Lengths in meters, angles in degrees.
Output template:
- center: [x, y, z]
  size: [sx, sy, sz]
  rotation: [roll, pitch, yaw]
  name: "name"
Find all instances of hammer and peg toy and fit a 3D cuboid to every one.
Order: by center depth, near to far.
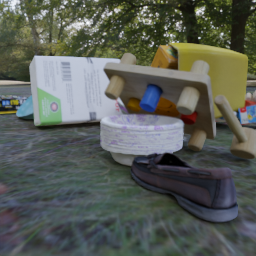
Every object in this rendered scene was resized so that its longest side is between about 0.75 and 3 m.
- center: [1.088, -0.456, 5.529]
  size: [2.947, 1.039, 2.167]
  rotation: [14, -23, 28]
  name: "hammer and peg toy"

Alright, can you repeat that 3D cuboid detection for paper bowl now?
- center: [0.251, 0.224, 5.286]
  size: [1.538, 0.800, 1.538]
  rotation: [1, 9, 0]
  name: "paper bowl"

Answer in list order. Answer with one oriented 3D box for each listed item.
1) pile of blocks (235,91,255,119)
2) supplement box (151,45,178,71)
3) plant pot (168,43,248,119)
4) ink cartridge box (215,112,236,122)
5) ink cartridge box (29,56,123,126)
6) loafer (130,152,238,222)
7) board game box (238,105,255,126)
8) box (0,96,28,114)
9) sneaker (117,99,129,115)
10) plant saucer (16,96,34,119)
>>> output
- center: [4.433, -0.752, 9.586]
  size: [2.875, 1.180, 0.893]
  rotation: [-18, 13, 29]
  name: "pile of blocks"
- center: [1.037, -1.371, 9.288]
  size: [0.893, 2.596, 0.864]
  rotation: [-3, 50, -24]
  name: "supplement box"
- center: [2.360, -1.463, 8.568]
  size: [1.974, 2.239, 2.238]
  rotation: [-5, 21, 3]
  name: "plant pot"
- center: [3.036, -0.404, 9.377]
  size: [0.552, 0.319, 0.950]
  rotation: [11, -4, -28]
  name: "ink cartridge box"
- center: [-1.631, -1.180, 9.195]
  size: [2.800, 2.037, 1.176]
  rotation: [-4, -1, -27]
  name: "ink cartridge box"
- center: [0.673, 0.591, 3.819]
  size: [0.696, 0.610, 1.937]
  rotation: [-6, 12, -29]
  name: "loafer"
- center: [4.228, -0.425, 7.923]
  size: [1.649, 0.471, 1.684]
  rotation: [-10, -7, 37]
  name: "board game box"
- center: [-5.967, -1.107, 13.040]
  size: [2.175, 0.672, 2.724]
  rotation: [-7, 12, -41]
  name: "box"
- center: [0.603, -0.531, 8.141]
  size: [2.186, 0.819, 1.089]
  rotation: [26, 68, 40]
  name: "sneaker"
- center: [-3.007, -1.255, 11.039]
  size: [2.984, 0.409, 2.984]
  rotation: [-24, 28, 14]
  name: "plant saucer"
